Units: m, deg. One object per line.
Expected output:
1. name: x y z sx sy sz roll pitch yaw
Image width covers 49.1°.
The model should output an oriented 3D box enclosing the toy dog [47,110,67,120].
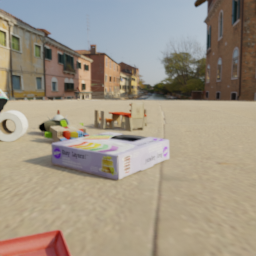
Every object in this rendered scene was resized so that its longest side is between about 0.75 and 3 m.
1. toy dog: -3.147 -0.382 12.740 1.110 0.811 1.683 -5 10 -34

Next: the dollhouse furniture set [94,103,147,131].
1. dollhouse furniture set: -0.117 -0.606 12.888 2.350 1.211 2.325 -4 9 -29

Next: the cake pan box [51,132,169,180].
1. cake pan box: -0.356 0.574 6.831 2.049 0.582 2.225 9 12 37

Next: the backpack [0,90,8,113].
1. backpack: -5.574 -0.811 9.261 2.618 2.283 2.978 -42 -1 1

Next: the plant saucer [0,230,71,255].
1. plant saucer: -1.078 1.357 2.453 1.183 0.217 1.181 -3 8 -23

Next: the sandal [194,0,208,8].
1. sandal: 1.452 -2.638 5.069 0.373 1.368 0.559 41 -33 -19

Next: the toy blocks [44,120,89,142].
1. toy blocks: -1.894 0.225 9.385 1.460 0.729 0.998 -8 23 -40

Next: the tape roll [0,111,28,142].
1. tape roll: -4.115 -0.077 9.796 1.029 1.029 0.706 -1 8 -7

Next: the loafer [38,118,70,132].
1. loafer: -2.823 0.028 10.716 0.654 0.706 1.878 -19 12 -41
